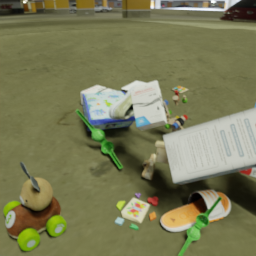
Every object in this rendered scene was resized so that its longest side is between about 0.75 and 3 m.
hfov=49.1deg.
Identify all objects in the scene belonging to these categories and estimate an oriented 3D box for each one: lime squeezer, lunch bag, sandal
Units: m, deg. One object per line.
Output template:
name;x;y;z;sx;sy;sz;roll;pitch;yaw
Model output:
lime squeezer;1.777;2.542;7.025;0.355;1.881;0.664;38;-6;0
lunch bag;-0.881;-0.679;12.255;2.029;1.521;2.386;-7;20;-14
lime squeezer;-1.051;0.489;10.457;2.739;0.517;0.967;52;15;13
sandal;1.968;2.210;7.813;2.292;0.657;0.878;-14;32;-24

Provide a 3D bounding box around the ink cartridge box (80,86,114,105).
ink cartridge box;-1.359;-1.497;14.515;1.846;0.777;1.334;20;34;32

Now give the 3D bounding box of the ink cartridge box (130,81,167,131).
ink cartridge box;0.588;-0.753;8.527;0.855;1.477;0.492;-15;-17;17

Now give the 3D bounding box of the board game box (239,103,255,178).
board game box;4.206;0.475;7.300;0.595;2.086;2.130;11;2;-38

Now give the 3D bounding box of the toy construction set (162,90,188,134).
toy construction set;1.830;-0.419;11.533;1.518;1.399;1.820;16;62;26

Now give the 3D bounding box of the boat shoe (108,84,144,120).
boat shoe;0.192;-0.893;10.220;0.688;0.798;2.217;18;44;30

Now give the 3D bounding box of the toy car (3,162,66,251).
toy car;-2.525;1.849;7.244;1.444;1.830;1.503;-20;34;-32

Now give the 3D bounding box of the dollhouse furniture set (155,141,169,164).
dollhouse furniture set;1.967;0.386;9.219;1.992;1.252;2.252;9;10;8

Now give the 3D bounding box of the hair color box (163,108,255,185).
hair color box;2.314;0.495;7.017;2.611;1.293;0.792;-18;-21;21

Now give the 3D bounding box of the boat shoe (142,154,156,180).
boat shoe;0.710;1.301;9.713;0.420;0.448;1.215;10;30;6

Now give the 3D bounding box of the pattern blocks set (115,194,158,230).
pattern blocks set;0.235;2.371;8.097;1.197;0.110;1.362;8;30;14

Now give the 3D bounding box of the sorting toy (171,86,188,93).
sorting toy;3.075;-2.295;16.660;0.777;0.142;0.720;-21;35;-33

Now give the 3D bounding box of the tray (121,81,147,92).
tray;0.420;-2.449;16.899;0.905;0.187;1.686;19;34;30
